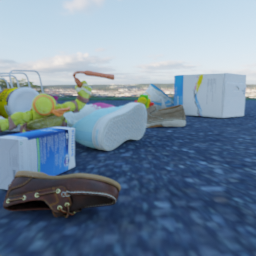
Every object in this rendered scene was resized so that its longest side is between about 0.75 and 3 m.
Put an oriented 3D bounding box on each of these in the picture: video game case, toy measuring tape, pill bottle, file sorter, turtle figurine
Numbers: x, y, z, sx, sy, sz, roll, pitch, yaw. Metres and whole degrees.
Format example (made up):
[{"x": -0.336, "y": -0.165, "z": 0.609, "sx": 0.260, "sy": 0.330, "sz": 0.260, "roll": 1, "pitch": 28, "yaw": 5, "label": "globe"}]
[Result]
[{"x": -3.331, "y": -0.159, "z": 8.866, "sx": 2.346, "sy": 0.268, "sz": 2.135, "roll": 0, "pitch": 8, "yaw": 1, "label": "video game case"}, {"x": 0.700, "y": -0.731, "z": 12.107, "sx": 0.907, "sy": 0.907, "sz": 2.466, "roll": 1, "pitch": -12, "yaw": 8, "label": "toy measuring tape"}, {"x": -3.295, "y": -0.692, "z": 8.232, "sx": 0.969, "sy": 0.969, "sz": 1.773, "roll": -7, "pitch": 9, "yaw": -41, "label": "pill bottle"}, {"x": -4.668, "y": -1.261, "z": 10.725, "sx": 2.458, "sy": 1.531, "sz": 1.706, "roll": -7, "pitch": 7, "yaw": 24, "label": "file sorter"}, {"x": -1.490, "y": -0.220, "z": 5.396, "sx": 2.551, "sy": 0.822, "sz": 2.057, "roll": -23, "pitch": -7, "yaw": -20, "label": "turtle figurine"}]

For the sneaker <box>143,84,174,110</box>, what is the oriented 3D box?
[{"x": 1.525, "y": -1.244, "z": 13.549, "sx": 2.475, "sy": 1.000, "sz": 0.947, "roll": 25, "pitch": 19, "yaw": -47, "label": "sneaker"}]

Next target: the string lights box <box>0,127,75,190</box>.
[{"x": -1.140, "y": 0.350, "z": 3.680, "sx": 0.349, "sy": 0.608, "sz": 1.184, "roll": 3, "pitch": 7, "yaw": 20, "label": "string lights box"}]

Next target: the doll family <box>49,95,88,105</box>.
[{"x": -1.813, "y": -0.395, "z": 8.238, "sx": 1.447, "sy": 0.652, "sz": 0.898, "roll": 13, "pitch": -23, "yaw": -3, "label": "doll family"}]

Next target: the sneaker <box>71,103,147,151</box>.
[{"x": -0.353, "y": -0.141, "z": 6.251, "sx": 1.003, "sy": 0.904, "sz": 2.447, "roll": 10, "pitch": 11, "yaw": 24, "label": "sneaker"}]

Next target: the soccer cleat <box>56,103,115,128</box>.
[{"x": -1.371, "y": -0.111, "z": 7.104, "sx": 2.491, "sy": 0.870, "sz": 1.076, "roll": 3, "pitch": 29, "yaw": 10, "label": "soccer cleat"}]

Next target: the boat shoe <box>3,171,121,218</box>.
[{"x": -0.621, "y": 0.650, "z": 2.599, "sx": 1.096, "sy": 0.386, "sz": 0.385, "roll": -2, "pitch": 47, "yaw": 15, "label": "boat shoe"}]

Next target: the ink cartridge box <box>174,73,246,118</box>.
[{"x": 3.668, "y": -1.485, "z": 12.705, "sx": 1.906, "sy": 1.873, "sz": 2.589, "roll": -6, "pitch": 10, "yaw": -40, "label": "ink cartridge box"}]

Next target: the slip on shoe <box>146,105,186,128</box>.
[{"x": 0.737, "y": -0.375, "z": 8.847, "sx": 2.273, "sy": 0.689, "sz": 0.864, "roll": -1, "pitch": 8, "yaw": -9, "label": "slip on shoe"}]
